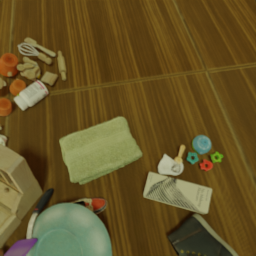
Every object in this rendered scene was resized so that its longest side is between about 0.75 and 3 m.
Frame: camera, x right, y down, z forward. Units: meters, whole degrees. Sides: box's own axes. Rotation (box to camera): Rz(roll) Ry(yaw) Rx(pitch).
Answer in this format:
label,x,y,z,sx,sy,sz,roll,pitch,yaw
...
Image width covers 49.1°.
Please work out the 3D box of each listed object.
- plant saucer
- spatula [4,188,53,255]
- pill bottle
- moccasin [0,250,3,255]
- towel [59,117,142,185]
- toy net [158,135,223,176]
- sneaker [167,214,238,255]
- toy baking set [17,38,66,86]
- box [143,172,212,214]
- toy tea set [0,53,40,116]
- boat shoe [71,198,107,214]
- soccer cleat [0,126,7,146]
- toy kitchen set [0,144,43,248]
label,x,y,z,sx,sy,sz,roll,pitch,yaw
plant saucer,-1.844,3.581,7.973,2.759,0.531,2.759,-2,81,13
spatula,-2.854,2.827,8.479,0.812,0.295,2.874,-14,29,17
pill bottle,-3.924,-1.303,11.326,0.694,0.694,1.224,40,68,20
moccasin,-3.586,4.261,8.207,0.531,0.503,1.376,-3,56,-49
towel,-1.031,0.762,10.250,2.716,0.495,2.015,-20,63,-11
toy net,2.149,1.190,10.062,2.375,0.459,1.246,-27,79,-13
sneaker,2.282,3.786,8.140,1.283,0.903,2.416,-31,42,-14
toy baking set,-3.705,-2.962,12.105,2.029,0.308,2.643,5,55,-26
box,1.598,2.151,9.251,2.098,0.717,0.862,13,73,8
toy tea set,-5.006,-1.770,11.638,1.715,1.068,2.884,32,57,-16
boat shoe,-1.442,2.581,9.184,1.535,0.480,0.546,-8,58,-11
soccer cleat,-4.835,0.746,10.123,0.933,0.755,2.161,-12,64,-24
toy kitchen set,-4.626,2.058,8.191,2.414,2.670,2.959,27,58,14
